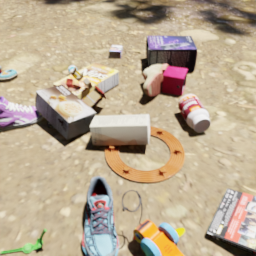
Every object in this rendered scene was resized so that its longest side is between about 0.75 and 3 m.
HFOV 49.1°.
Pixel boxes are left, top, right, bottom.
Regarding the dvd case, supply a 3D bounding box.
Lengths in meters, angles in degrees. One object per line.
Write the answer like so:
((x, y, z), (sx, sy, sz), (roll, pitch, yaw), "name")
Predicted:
((3.456, 2.518, 7.169), (2.355, 0.259, 1.719), (10, 39, 34), "dvd case")

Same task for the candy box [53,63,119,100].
((-1.815, -1.979, 12.575), (1.526, 0.731, 2.644), (26, 47, 29), "candy box")

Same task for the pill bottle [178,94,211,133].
((2.554, -0.550, 10.764), (0.865, 0.865, 1.532), (-8, 40, -9), "pill bottle")

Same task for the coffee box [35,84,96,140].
((-2.396, -0.656, 10.553), (1.223, 0.853, 2.139), (-24, 52, -40), "coffee box")

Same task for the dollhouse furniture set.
((-1.812, -1.505, 11.343), (1.716, 0.698, 0.923), (42, 82, 12), "dollhouse furniture set")

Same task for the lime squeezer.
((-2.453, 2.922, 6.941), (1.415, 0.500, 0.267), (-29, 58, 12), "lime squeezer")

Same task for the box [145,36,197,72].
((2.158, -3.815, 14.386), (2.410, 1.257, 1.783), (-1, 39, 0), "box")

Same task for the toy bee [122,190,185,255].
((0.673, 2.699, 6.800), (1.545, 1.283, 2.360), (-10, 66, -20), "toy bee")

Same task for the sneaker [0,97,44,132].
((-4.247, -0.661, 10.598), (2.229, 1.271, 0.808), (-20, 42, -24), "sneaker")

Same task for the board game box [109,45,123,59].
((-0.670, -4.235, 15.568), (0.650, 0.395, 0.816), (5, 40, 6), "board game box")

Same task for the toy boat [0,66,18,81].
((-5.981, -2.673, 13.609), (1.073, 0.499, 0.902), (24, 46, 26), "toy boat")

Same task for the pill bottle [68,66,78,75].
((-2.642, -2.661, 13.634), (0.454, 0.454, 0.819), (-13, 42, -15), "pill bottle")

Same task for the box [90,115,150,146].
((-0.247, 0.067, 9.787), (1.980, 0.770, 0.940), (-1, 26, 9), "box")

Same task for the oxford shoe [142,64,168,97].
((1.075, -2.176, 12.772), (1.005, 0.964, 2.723), (10, 31, 20), "oxford shoe")

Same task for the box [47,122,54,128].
((-2.708, -0.255, 10.936), (0.785, 0.190, 0.622), (-1, 40, -2), "box")

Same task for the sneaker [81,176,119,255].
((-0.787, 2.252, 7.179), (0.935, 1.126, 2.357), (-6, 40, -7), "sneaker")

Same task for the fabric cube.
((2.097, -2.121, 12.617), (0.934, 0.919, 0.937), (12, 42, 14), "fabric cube")

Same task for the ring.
((0.578, 0.762, 9.666), (2.759, 0.265, 2.759), (-1, 40, 0), "ring")
